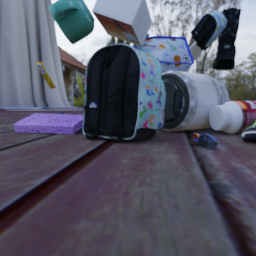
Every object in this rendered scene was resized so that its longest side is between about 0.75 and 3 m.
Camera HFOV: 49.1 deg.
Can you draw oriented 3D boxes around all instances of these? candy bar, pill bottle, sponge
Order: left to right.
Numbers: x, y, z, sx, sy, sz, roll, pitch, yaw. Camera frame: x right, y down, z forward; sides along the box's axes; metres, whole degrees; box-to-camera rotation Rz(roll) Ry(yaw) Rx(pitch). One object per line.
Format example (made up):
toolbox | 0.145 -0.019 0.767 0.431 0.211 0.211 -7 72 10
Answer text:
candy bar | -3.549 -2.251 12.177 0.357 1.433 0.159 2 47 24
sponge | -2.799 -0.166 10.377 2.376 0.354 1.325 3 20 16
pill bottle | 3.987 -0.380 9.942 2.026 1.145 1.145 -3 6 -19

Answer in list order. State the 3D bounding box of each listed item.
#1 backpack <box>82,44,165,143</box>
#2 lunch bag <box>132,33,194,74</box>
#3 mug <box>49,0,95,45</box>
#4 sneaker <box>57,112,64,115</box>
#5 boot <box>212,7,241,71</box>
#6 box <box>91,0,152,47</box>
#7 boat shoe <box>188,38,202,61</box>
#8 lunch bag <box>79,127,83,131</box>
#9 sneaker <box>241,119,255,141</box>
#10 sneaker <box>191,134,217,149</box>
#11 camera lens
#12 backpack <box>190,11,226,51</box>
backpack | -0.133 -1.059 8.480 2.453 2.764 2.081 3 7 40
lunch bag | 1.041 -2.842 12.245 2.706 1.676 2.301 -7 -21 -21
mug | -1.473 -3.033 7.762 0.912 1.211 1.474 -29 33 6
sneaker | -4.023 -0.697 16.627 0.461 0.485 1.223 -6 6 -33
boot | 3.433 -3.017 9.773 0.780 1.727 2.107 5 -1 14
box | -0.118 -3.232 8.194 1.262 0.881 1.657 24 1 13
boat shoe | 3.098 -3.926 12.696 0.696 1.937 0.576 1 41 -22
lunch bag | -1.533 -0.105 11.071 1.018 0.479 0.767 -11 11 -15
sneaker | 3.894 -0.098 8.286 0.774 0.894 2.160 4 7 34
sneaker | 1.959 0.311 7.015 0.383 0.368 0.977 4 6 -15
camera lens | 2.310 -1.017 10.909 2.782 2.225 2.225 -4 7 -41
backpack | 2.456 -3.025 8.479 0.807 0.856 1.050 -23 -19 -12
